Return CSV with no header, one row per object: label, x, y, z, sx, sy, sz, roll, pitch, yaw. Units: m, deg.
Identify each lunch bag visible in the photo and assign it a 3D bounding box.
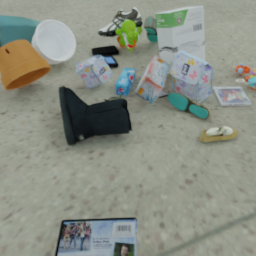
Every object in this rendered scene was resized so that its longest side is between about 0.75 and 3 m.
lunch bag,2.486,-2.053,11.087,1.106,1.740,1.475,-34,50,-22
lunch bag,-1.409,-2.362,11.738,1.242,1.053,0.790,-22,45,9

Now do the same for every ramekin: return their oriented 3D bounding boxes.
ramekin,-3.541,-3.956,13.190,1.955,1.955,0.953,-32,13,-33

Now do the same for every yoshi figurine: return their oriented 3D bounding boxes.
yoshi figurine,0.032,-4.826,14.332,1.291,1.296,2.305,32,2,-12

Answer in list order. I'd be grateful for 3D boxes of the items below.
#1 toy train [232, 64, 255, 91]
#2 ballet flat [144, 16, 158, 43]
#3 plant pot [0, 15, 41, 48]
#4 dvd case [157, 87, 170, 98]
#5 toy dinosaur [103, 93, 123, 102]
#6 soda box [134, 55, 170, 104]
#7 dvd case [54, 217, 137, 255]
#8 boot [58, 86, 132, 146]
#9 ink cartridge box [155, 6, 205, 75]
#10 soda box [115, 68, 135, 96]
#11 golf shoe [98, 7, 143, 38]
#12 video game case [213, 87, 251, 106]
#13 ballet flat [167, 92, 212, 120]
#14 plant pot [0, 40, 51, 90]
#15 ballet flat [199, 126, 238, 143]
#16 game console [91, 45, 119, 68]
toy train,5.290,-2.198,12.360,1.417,0.525,1.887,9,38,17
ballet flat,1.348,-5.218,14.840,0.811,0.766,2.405,11,2,11
plant pot,-5.304,-4.568,14.227,2.687,1.899,1.898,-16,41,-32
dvd case,1.357,-1.564,11.874,0.618,0.076,0.867,-16,41,-19
toy dinosaur,-0.602,-1.024,10.803,0.750,0.404,1.701,-21,13,13
soda box,1.028,-2.038,11.441,0.817,0.879,2.570,32,35,-6
dvd case,-0.702,2.959,5.443,1.723,0.212,2.415,-6,50,11
boot,-1.193,-0.632,9.914,2.280,1.036,2.713,-12,46,-10
ink cartridge box,2.405,-3.927,12.659,1.953,2.674,1.127,-21,27,-26
soda box,-0.094,-2.014,12.091,0.529,0.500,1.560,9,40,11
golf shoe,-0.495,-5.535,14.739,2.430,1.148,0.945,-15,4,8
video game case,4.231,-1.317,11.506,1.188,0.150,1.304,-1,39,-1
ballet flat,2.363,-0.850,10.683,1.811,0.614,0.682,29,25,24
plant pot,-4.350,-2.606,11.333,2.004,1.403,2.004,-26,5,3
ballet flat,3.092,0.179,9.404,1.453,0.458,0.499,-11,44,-14
game console,-1.000,-3.622,14.263,1.326,0.271,2.248,-12,41,-14
